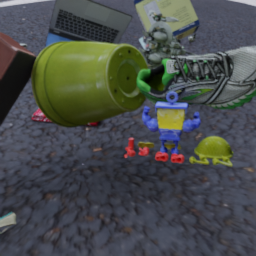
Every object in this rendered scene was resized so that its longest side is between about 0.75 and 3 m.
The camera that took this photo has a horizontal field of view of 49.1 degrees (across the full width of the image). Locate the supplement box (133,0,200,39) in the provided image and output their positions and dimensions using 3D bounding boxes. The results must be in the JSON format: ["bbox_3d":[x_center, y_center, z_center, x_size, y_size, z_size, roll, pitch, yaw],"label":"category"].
[{"bbox_3d":[1.344,-3.899,9.836,1.717,1.715,1.153,-24,4,10],"label":"supplement box"}]

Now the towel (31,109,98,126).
[{"bbox_3d":[-2.223,-0.754,11.084,2.630,0.296,1.902,4,33,7],"label":"towel"}]

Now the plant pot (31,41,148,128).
[{"bbox_3d":[-0.739,-1.097,6.658,2.153,2.236,2.236,2,27,43],"label":"plant pot"}]

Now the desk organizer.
[{"bbox_3d":[-3.474,-0.862,6.770,1.105,2.870,1.029,37,10,7],"label":"desk organizer"}]

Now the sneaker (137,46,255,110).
[{"bbox_3d":[1.264,-0.882,5.203,2.624,1.024,1.118,-12,-24,41],"label":"sneaker"}]

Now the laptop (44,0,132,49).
[{"bbox_3d":[-1.316,-2.461,8.467,2.179,2.328,1.349,12,60,-22],"label":"laptop"}]

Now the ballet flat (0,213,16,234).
[{"bbox_3d":[-2.400,1.800,5.007,0.809,0.281,0.281,-23,38,-12],"label":"ballet flat"}]

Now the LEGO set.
[{"bbox_3d":[0.982,-1.653,6.904,2.584,1.678,0.732,52,37,4],"label":"LEGO set"}]

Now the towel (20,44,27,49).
[{"bbox_3d":[-3.761,-2.542,8.827,1.107,0.191,1.066,-12,20,-16],"label":"towel"}]

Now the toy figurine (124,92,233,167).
[{"bbox_3d":[0.868,-0.052,4.814,1.883,1.128,0.993,3,8,15],"label":"toy figurine"}]

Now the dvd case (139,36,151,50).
[{"bbox_3d":[0.749,-2.498,8.175,0.689,0.104,0.944,-31,51,13],"label":"dvd case"}]
